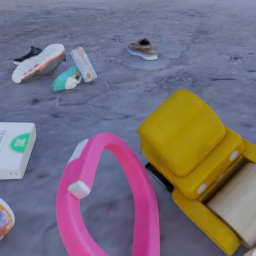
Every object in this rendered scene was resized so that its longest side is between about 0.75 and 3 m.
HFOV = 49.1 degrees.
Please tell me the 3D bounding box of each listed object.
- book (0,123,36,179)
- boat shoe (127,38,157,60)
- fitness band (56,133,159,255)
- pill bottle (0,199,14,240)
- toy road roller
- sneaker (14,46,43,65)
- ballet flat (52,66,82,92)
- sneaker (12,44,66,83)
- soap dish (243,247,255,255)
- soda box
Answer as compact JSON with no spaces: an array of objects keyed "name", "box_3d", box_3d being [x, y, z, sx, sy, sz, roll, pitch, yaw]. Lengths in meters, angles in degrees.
[{"name":"book","box_3d":[-3.779,0.573,6.808,2.675,0.643,1.787,-1,33,-6]},{"name":"boat shoe","box_3d":[0.765,-4.236,14.623,0.843,0.845,2.334,-19,36,-29]},{"name":"fitness band","box_3d":[-0.174,1.155,4.530,0.507,1.944,2.707,-33,20,20]},{"name":"pill bottle","box_3d":[-2.584,1.799,4.392,0.830,0.830,1.480,10,32,17]},{"name":"toy road roller","box_3d":[1.282,0.558,4.806,1.650,1.960,2.685,-44,46,-6]},{"name":"sneaker","box_3d":[-4.724,-3.478,13.343,1.498,0.838,0.547,-2,31,-4]},{"name":"ballet flat","box_3d":[-2.252,-1.901,10.927,0.670,0.641,1.905,21,35,1]},{"name":"sneaker","box_3d":[-3.568,-2.463,11.703,2.488,1.019,0.959,-38,53,-15]},{"name":"soap dish","box_3d":[2.691,1.919,3.774,1.672,0.679,1.315,-30,42,-4]},{"name":"soda box","box_3d":[-1.743,-2.498,11.101,0.425,1.337,0.457,-24,7,18]}]
